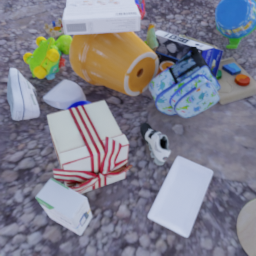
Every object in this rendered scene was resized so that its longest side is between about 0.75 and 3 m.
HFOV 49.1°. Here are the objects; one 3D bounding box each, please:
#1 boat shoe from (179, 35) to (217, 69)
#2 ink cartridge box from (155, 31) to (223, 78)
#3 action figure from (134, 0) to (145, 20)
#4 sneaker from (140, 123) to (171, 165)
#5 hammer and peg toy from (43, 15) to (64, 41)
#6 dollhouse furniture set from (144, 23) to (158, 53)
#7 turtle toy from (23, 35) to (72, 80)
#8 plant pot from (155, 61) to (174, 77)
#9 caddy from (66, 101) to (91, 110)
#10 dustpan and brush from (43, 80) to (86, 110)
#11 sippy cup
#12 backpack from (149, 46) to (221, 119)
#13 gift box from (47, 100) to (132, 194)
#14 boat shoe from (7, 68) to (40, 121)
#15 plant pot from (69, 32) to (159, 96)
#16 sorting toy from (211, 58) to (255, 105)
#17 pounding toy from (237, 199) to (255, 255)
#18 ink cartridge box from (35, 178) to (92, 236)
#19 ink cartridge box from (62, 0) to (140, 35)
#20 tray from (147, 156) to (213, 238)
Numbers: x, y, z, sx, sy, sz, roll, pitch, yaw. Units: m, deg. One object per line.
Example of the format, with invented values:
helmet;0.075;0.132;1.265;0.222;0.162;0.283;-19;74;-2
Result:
boat shoe;2.594;-3.473;11.964;1.060;0.915;2.907;-38;53;-14
ink cartridge box;2.203;-2.787;11.151;2.850;1.417;0.559;26;46;26
action figure;0.309;-6.581;14.283;0.841;1.276;2.579;-13;57;-9
sneaker;0.969;0.349;9.304;0.624;0.745;1.684;6;44;-36
hammer and peg toy;-3.211;-4.793;13.390;1.427;0.503;1.050;-32;58;-21
dollhouse furniture set;0.541;-3.007;10.962;0.852;2.206;1.102;0;69;-5
turtle toy;-3.109;-2.876;11.327;2.238;1.131;1.631;-48;54;8
plant pot;1.534;-2.054;11.083;1.052;0.963;1.052;0;54;0
caddy;-1.773;-0.283;9.873;1.119;0.831;1.583;30;59;21
dustpan and brush;-1.950;-1.039;10.668;2.101;0.601;1.466;18;47;21
sippy cup;4.587;-4.856;12.060;2.473;1.942;1.812;60;31;4
backpack;1.950;-1.318;9.784;2.200;2.013;1.617;-30;58;21
gift box;-1.244;0.639;8.273;2.141;2.320;2.166;-20;55;-13
boat shoe;-3.957;-1.221;10.547;0.961;1.059;2.879;3;42;-30
plant pot;-0.329;-2.458;10.188;2.683;2.683;2.456;-37;57;-24
sorting toy;3.654;-1.894;11.325;2.826;0.378;2.106;-17;55;-12
pounding toy;4.217;2.773;7.400;2.327;1.080;1.797;-1;80;43
ink cartridge box;-1.681;2.182;7.595;1.143;1.574;0.689;24;57;16
ink cartridge box;-0.881;-3.772;9.207;2.351;0.526;2.071;-4;43;-3
tray;1.626;2.031;8.528;1.255;0.259;2.337;23;57;17
